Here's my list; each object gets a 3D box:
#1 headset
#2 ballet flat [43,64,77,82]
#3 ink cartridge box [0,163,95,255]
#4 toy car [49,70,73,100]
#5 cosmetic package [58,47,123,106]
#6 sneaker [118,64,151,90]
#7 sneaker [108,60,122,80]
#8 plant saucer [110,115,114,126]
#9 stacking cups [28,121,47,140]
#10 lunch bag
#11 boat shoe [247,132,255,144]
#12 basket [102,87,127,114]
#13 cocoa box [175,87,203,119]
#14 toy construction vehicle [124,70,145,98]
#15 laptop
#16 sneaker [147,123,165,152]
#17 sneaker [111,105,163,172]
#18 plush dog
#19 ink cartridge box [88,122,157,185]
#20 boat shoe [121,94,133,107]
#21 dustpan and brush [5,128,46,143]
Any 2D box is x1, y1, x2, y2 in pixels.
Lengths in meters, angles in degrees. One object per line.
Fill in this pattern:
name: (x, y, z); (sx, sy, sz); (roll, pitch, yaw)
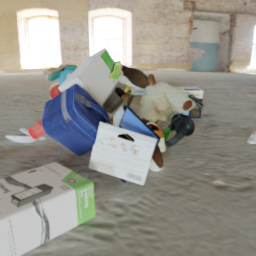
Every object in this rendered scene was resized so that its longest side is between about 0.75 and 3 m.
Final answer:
headset: (2.023, -0.237, 10.965); (1.034, 2.201, 1.359); (43, 8, -14)
ballet flat: (-3.104, -2.627, 12.755); (0.620, 0.627, 1.843); (36, 38, 18)
ink cartridge box: (-2.145, 1.710, 6.182); (2.298, 0.965, 1.672); (-15, 22, -43)
toy car: (-2.389, -0.819, 13.219); (2.447, 2.766, 2.550); (2, -24, -29)
cosmetic package: (-1.429, -1.918, 11.372); (1.157, 1.467, 2.726); (-20, 29, 34)
sneaker: (0.164, -2.409, 13.530); (2.312, 0.842, 0.979); (34, -9, 17)
sneaker: (-0.489, -2.249, 10.954); (0.369, 0.962, 0.403); (24, 48, -19)
plant saucer: (-0.712, -0.137, 12.637); (0.229, 1.331, 1.331); (34, 10, -13)
stacking cups: (-2.731, -0.374, 11.028); (0.750, 0.750, 2.478); (13, 39, 39)
lunch bag: (-1.536, -0.211, 9.496); (1.541, 2.330, 1.583); (-27, 46, 21)
boat shoe: (5.328, 0.400, 11.905); (0.360, 0.355, 1.016); (12, 20, 35)
basket: (-0.556, -1.053, 11.166); (0.629, 0.924, 0.833); (38, 26, -12)
cocoa box: (2.862, -1.452, 16.069); (2.477, 1.625, 1.652); (1, 16, 2)
toy construction vehicle: (0.791, -1.586, 14.170); (2.089, 2.399, 0.845); (33, -20, 6)
laptop: (-0.072, 0.490, 8.139); (1.427, 1.610, 0.832); (45, -5, 21)
sneaker: (0.878, 0.231, 11.229); (0.877, 1.020, 2.409); (-6, 11, -17)
sneaker: (0.231, 0.518, 9.496); (0.926, 1.076, 2.542); (4, 49, -54)
plush dog: (1.492, -1.009, 12.481); (2.675, 2.146, 2.297); (-25, -28, 6)
ink cartridge box: (-0.155, 0.674, 7.682); (1.632, 1.416, 0.355); (17, 17, 5)
boat shoe: (-0.083, -0.940, 9.588); (0.341, 0.361, 1.004); (6, 14, 9)
dustpan and brush: (-4.091, 0.329, 11.758); (1.856, 0.531, 1.296); (23, 25, 29)
